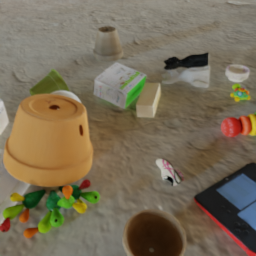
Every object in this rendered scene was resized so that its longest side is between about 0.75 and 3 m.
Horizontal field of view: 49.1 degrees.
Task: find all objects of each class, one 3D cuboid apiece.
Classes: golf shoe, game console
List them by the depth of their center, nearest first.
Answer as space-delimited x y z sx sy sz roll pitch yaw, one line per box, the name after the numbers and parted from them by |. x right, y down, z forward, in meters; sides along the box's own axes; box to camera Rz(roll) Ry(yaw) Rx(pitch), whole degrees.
3.612 2.159 7.913 2.707 0.420 2.394 -21 44 -25 | game console
1.223 1.377 8.880 0.521 0.411 1.132 -29 46 -23 | golf shoe

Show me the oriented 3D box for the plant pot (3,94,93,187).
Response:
-2.362 0.192 8.629 2.744 1.921 2.744 10 28 -5 | plant pot

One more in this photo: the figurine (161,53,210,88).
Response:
2.804 -2.826 13.816 2.294 1.012 2.351 2 39 13 | figurine

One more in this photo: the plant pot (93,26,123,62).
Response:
-1.159 -4.769 15.689 1.745 1.514 1.745 -1 40 0 | plant pot

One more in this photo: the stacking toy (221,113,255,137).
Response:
4.809 -0.152 10.343 2.713 1.158 1.158 -8 39 -2 | stacking toy

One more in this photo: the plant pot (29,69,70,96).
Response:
-3.446 -1.600 12.026 1.338 1.409 1.409 -36 50 -21 | plant pot

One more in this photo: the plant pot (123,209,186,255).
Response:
0.610 2.815 6.838 1.516 0.700 1.516 2 39 -1 | plant pot

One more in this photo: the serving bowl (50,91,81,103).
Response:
-2.608 -0.736 10.771 1.665 0.548 1.665 1 72 -3 | serving bowl

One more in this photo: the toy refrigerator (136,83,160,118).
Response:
0.892 -1.188 11.927 0.704 0.649 1.854 3 37 14 | toy refrigerator

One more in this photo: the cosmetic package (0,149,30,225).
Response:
-4.044 1.692 8.313 1.835 0.629 2.434 9 39 14 | cosmetic package

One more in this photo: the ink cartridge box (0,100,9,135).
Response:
-6.115 -0.132 10.168 2.744 1.164 1.999 1 39 3 | ink cartridge box

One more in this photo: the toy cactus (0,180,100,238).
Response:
-2.183 1.855 7.844 2.570 1.314 2.121 -18 32 -9 | toy cactus

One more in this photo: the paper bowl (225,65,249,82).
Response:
5.345 -2.645 13.780 1.080 0.562 1.080 0 39 0 | paper bowl

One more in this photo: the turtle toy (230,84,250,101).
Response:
4.990 -1.601 12.529 0.717 0.497 0.984 -9 40 -11 | turtle toy

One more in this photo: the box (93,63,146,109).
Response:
-0.360 -1.940 12.444 1.641 0.899 1.860 25 44 15 | box
